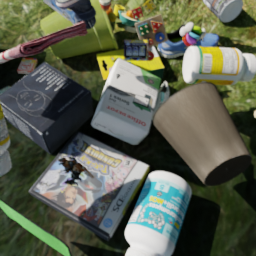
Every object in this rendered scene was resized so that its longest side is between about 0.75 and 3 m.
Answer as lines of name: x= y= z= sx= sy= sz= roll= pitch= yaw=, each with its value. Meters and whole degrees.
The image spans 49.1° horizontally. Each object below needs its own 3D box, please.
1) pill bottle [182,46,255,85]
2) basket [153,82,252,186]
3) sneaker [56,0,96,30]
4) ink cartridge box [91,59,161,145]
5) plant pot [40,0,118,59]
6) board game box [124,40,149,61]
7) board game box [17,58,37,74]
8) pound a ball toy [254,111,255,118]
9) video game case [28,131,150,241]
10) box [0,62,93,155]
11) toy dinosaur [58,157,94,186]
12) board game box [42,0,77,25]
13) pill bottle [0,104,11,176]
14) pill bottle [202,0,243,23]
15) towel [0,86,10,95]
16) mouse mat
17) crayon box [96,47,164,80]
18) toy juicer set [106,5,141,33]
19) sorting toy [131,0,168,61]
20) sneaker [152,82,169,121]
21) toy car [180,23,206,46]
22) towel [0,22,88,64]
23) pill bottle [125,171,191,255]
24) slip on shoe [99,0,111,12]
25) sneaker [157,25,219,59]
pill bottle: x=2.872 y=-1.935 z=8.833 sx=2.062 sy=1.163 sz=1.163 roll=1 pitch=55 yaw=-7
basket: x=1.718 y=0.199 z=6.351 sx=1.777 sy=1.341 sz=1.971 roll=-31 pitch=52 yaw=10
sneaker: x=-1.416 y=-3.295 z=7.976 sx=0.639 sy=1.215 sz=1.682 roll=9 pitch=40 yaw=15
ink cartridge box: x=-0.021 y=-0.928 z=9.905 sx=1.838 sy=1.061 sz=2.516 roll=23 pitch=56 yaw=-12
plant pot: x=-2.117 y=-4.145 z=11.792 sx=2.622 sy=2.761 sz=2.761 roll=-21 pitch=57 yaw=2
board game box: x=0.270 y=-2.556 z=9.244 sx=0.817 sy=0.675 sz=0.232 roll=7 pitch=13 yaw=20
board game box: x=-4.296 y=-2.636 z=11.947 sx=0.604 sy=0.185 sz=0.797 roll=5 pitch=56 yaw=3
pound a ball toy: x=4.040 y=-0.306 z=8.202 sx=0.598 sy=0.916 sz=0.389 roll=0 pitch=93 yaw=21
video game case: x=-1.167 y=1.657 z=8.881 sx=2.887 sy=0.368 sz=2.609 roll=25 pitch=59 yaw=16
box: x=-2.835 y=-0.742 z=9.881 sx=2.262 sy=1.426 sz=2.301 roll=33 pitch=62 yaw=20
toy dinosaur: x=-1.398 y=1.129 z=7.333 sx=0.996 sy=0.676 sz=0.509 roll=27 pitch=22 yaw=32
board game box: x=-2.108 y=-4.185 z=9.342 sx=1.886 sy=1.277 sz=0.325 roll=36 pitch=74 yaw=-10
pill bottle: x=-3.299 y=-0.032 z=5.975 sx=1.269 sy=2.221 sz=1.269 roll=-5 pitch=18 yaw=2
pill bottle: x=4.497 y=-6.441 z=13.913 sx=1.263 sy=1.263 sz=2.378 roll=-18 pitch=58 yaw=-12
towel: x=-4.798 y=-0.998 z=10.753 sx=1.076 sy=0.303 sz=1.257 roll=40 pitch=64 yaw=23
mouse mat: x=-2.106 y=2.257 z=6.257 sx=2.068 sy=1.664 sz=0.078 roll=30 pitch=57 yaw=12
crayon box: x=0.053 y=-2.582 z=11.632 sx=2.496 sy=0.634 sz=1.585 roll=-12 pitch=56 yaw=-8
toy juicer set: x=-0.134 y=-5.141 z=13.059 sx=2.448 sy=0.666 sz=1.558 roll=44 pitch=38 yaw=24
sorting toy: x=0.792 y=-3.226 z=9.354 sx=0.925 sy=1.918 sz=0.324 roll=-20 pitch=30 yaw=3
sneaker: x=1.236 y=-0.945 z=10.416 sx=0.674 sy=0.792 sz=1.791 roll=7 pitch=56 yaw=3
toy car: x=1.934 y=-2.789 z=8.531 sx=0.659 sy=0.754 sz=0.565 roll=20 pitch=81 yaw=-17
towel: x=-2.689 y=-2.054 z=7.465 sx=2.920 sy=0.332 sz=2.103 roll=-1 pitch=28 yaw=43
pill bottle: x=0.777 y=2.535 z=7.674 sx=1.362 sy=1.362 sz=2.459 roll=19 pitch=58 yaw=13
slip on shoe: x=-0.511 y=-3.046 z=6.551 sx=0.335 sy=0.277 sz=0.905 roll=4 pitch=53 yaw=-2
sneaker: x=2.669 y=-3.772 z=12.114 sx=2.714 sy=1.210 sz=1.066 roll=-9 pitch=56 yaw=-7
